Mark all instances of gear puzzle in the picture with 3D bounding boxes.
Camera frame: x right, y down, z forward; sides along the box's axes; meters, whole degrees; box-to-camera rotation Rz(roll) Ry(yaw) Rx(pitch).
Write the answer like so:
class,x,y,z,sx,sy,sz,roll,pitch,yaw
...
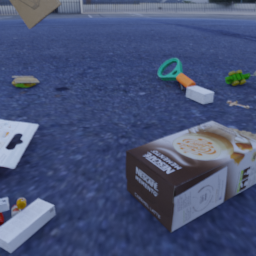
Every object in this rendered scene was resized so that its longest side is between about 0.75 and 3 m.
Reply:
class,x,y,z,sx,sy,sz,roll,pitch,yaw
gear puzzle,2.740,0.234,7.717,1.524,0.200,0.789,16,32,36

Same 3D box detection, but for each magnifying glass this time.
class,x,y,z,sx,sy,sz,roll,pitch,yaw
magnifying glass,2.095,-2.307,12.123,1.154,0.325,2.898,-42,33,9

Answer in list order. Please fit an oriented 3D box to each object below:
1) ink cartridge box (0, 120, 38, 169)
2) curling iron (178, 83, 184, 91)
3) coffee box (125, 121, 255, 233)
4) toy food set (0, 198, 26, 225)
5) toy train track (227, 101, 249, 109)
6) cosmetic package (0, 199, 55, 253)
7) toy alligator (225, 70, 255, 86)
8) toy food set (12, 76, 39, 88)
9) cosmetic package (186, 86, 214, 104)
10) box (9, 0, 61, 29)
class,x,y,z,sx,sy,sz,roll,pitch,yaw
ink cartridge box,-3.900,0.477,6.897,2.823,0.708,2.289,8,25,-7
curling iron,2.197,-1.897,11.944,0.445,0.230,1.796,34,26,-15
coffee box,1.338,0.799,5.598,2.452,0.977,1.402,-17,31,-31
toy food set,-2.272,1.416,4.951,0.913,0.436,0.411,-13,29,-17
toy train track,3.915,-0.856,9.983,0.804,0.131,0.461,24,35,39
cosmetic package,-1.732,1.624,4.743,0.405,0.248,0.980,15,30,28
toy alligator,4.906,-2.174,12.302,1.938,0.575,0.526,-12,-12,-23
toy food set,-4.468,-1.971,12.166,1.100,0.320,1.594,-5,20,-26
cosmetic package,2.664,-1.241,10.451,0.515,0.406,0.957,-12,29,-26
box,-2.404,-3.275,6.691,1.134,1.388,0.148,-23,20,29
